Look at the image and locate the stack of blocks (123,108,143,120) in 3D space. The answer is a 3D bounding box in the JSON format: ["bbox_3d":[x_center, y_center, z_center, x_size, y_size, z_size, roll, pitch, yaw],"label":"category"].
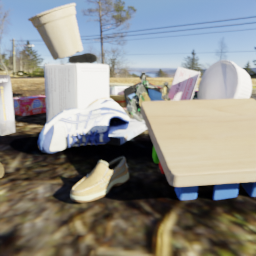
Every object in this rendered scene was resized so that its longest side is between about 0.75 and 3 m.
[{"bbox_3d":[0.571,-0.471,10.526,0.903,0.460,1.569,-10,16,-39],"label":"stack of blocks"}]

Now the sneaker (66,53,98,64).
[{"bbox_3d":[-1.701,-2.519,10.233,1.277,0.383,0.666,-3,14,5],"label":"sneaker"}]

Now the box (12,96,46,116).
[{"bbox_3d":[-4.212,-0.984,12.241,0.691,0.722,1.448,9,15,34],"label":"box"}]

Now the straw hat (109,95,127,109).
[{"bbox_3d":[-0.190,-0.994,11.884,2.026,0.857,2.026,-3,8,0],"label":"straw hat"}]

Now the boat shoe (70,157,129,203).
[{"bbox_3d":[-0.468,0.800,4.730,0.483,0.513,1.348,7,15,30],"label":"boat shoe"}]

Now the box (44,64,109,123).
[{"bbox_3d":[-1.757,-1.212,10.034,1.375,2.104,2.093,6,12,25],"label":"box"}]

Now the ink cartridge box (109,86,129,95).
[{"bbox_3d":[-0.463,-1.512,11.497,1.164,0.362,1.446,-8,10,-37],"label":"ink cartridge box"}]

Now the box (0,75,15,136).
[{"bbox_3d":[-4.641,-0.798,8.938,2.282,1.807,0.552,8,15,30],"label":"box"}]

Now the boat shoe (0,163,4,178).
[{"bbox_3d":[-2.756,0.726,5.446,0.433,0.461,1.281,-38,34,-13],"label":"boat shoe"}]

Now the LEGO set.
[{"bbox_3d":[0.558,-0.861,9.143,0.718,1.646,2.535,1,-3,34],"label":"LEGO set"}]

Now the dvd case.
[{"bbox_3d":[-0.576,0.029,8.813,1.900,0.234,2.664,6,14,23],"label":"dvd case"}]

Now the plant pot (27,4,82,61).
[{"bbox_3d":[-3.909,-5.413,16.169,2.789,2.553,2.789,-16,22,7],"label":"plant pot"}]

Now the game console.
[{"bbox_3d":[0.722,-0.933,10.903,1.432,1.661,0.986,-23,54,-6],"label":"game console"}]

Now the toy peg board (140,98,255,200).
[{"bbox_3d":[1.660,0.512,5.230,2.538,1.241,2.527,-3,28,-7],"label":"toy peg board"}]

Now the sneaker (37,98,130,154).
[{"bbox_3d":[-1.002,0.024,6.934,2.411,0.908,1.063,-31,55,-30],"label":"sneaker"}]

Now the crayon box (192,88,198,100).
[{"bbox_3d":[4.402,-1.771,15.631,2.302,0.778,2.669,-2,13,-16],"label":"crayon box"}]

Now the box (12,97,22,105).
[{"bbox_3d":[-5.427,-1.160,13.718,1.502,0.414,2.199,4,13,18],"label":"box"}]

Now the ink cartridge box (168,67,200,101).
[{"bbox_3d":[2.326,-1.642,12.025,0.954,1.619,2.812,18,8,8],"label":"ink cartridge box"}]

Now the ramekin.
[{"bbox_3d":[4.090,-1.610,11.793,1.078,2.314,2.314,10,7,-25],"label":"ramekin"}]
